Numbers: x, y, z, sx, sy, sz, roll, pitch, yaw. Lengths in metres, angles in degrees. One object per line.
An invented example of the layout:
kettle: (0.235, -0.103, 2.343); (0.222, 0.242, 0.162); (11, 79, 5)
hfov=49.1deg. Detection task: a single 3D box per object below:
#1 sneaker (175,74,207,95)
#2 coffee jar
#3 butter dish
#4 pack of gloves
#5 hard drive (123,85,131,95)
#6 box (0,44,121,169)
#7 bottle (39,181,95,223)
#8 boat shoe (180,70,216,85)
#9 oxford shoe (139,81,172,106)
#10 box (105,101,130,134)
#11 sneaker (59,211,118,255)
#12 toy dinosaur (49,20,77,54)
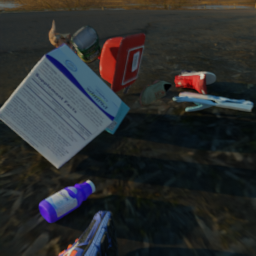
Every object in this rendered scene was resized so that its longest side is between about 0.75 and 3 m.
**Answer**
sneaker: (2.549, -1.770, 11.552); (1.252, 0.849, 2.167); (-4, 9, 13)
coffee jar: (-1.137, -2.299, 7.927); (0.694, 0.568, 1.330); (-40, -2, -2)
butter dish: (-0.396, -2.285, 9.266); (1.341, 1.814, 1.809); (23, 31, 19)
pack of gloves: (3.057, -0.802, 10.167); (2.693, 0.531, 2.262); (12, 15, 25)
hard drive: (0.053, -1.889, 11.643); (0.176, 0.650, 0.931); (25, 43, -5)
box: (-1.598, -0.470, 6.674); (2.144, 1.971, 1.125); (-38, 15, 28)
bottle: (-1.216, 1.473, 5.780); (1.168, 0.381, 0.488); (-25, 37, -39)
boat shoe: (3.141, -2.380, 12.797); (1.599, 0.597, 0.742); (2, 35, 4)
oxford shoe: (0.939, -1.215, 9.500); (0.586, 0.552, 1.567); (7, 38, 37)
box: (-1.109, -0.742, 9.166); (2.426, 0.596, 0.998); (30, 85, 44)
sneaker: (-0.864, 2.111, 4.056); (0.991, 0.952, 2.527); (5, 26, 19)
toy dinosaur: (-2.353, -2.930, 9.721); (0.694, 1.616, 1.095); (-49, 45, -10)
